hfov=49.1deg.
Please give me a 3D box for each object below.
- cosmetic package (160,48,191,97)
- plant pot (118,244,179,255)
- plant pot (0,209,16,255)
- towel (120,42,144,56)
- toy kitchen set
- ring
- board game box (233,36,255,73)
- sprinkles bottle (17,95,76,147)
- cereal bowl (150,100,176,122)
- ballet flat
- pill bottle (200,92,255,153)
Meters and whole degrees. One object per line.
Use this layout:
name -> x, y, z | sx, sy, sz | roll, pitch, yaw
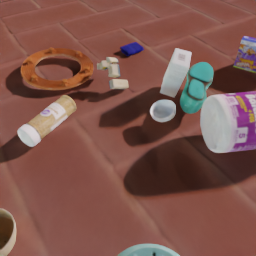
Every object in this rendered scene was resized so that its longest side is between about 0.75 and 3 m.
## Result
cosmetic package -> 1.629, -1.881, 9.721 | 0.606, 1.492, 0.842 | 17, 56, 1
plant pot -> 0.363, 2.977, 4.826 | 2.011, 1.614, 2.011 | 0, 44, 0
plant pot -> -2.902, 2.413, 6.004 | 1.119, 0.751, 1.119 | -1, 44, 1
towel -> 0.169, -3.462, 12.356 | 0.879, 0.218, 0.649 | -27, 57, -25
toy kitchen set -> -0.596, -1.961, 10.470 | 0.686, 0.933, 1.165 | -4, 84, -38
ring -> -2.755, -2.431, 10.965 | 2.780, 0.267, 2.780 | 3, 45, -3
board game box -> 5.192, -2.739, 10.891 | 1.790, 1.204, 0.401 | 22, 49, 21
sprinkles bottle -> -2.486, -0.256, 8.760 | 0.670, 0.670, 1.963 | 24, 49, 22
cereal bowl -> 1.115, -0.490, 8.752 | 0.809, 0.337, 0.809 | -11, 48, 13
ballet flat -> 2.280, -1.368, 9.614 | 0.895, 0.935, 2.658 | 27, 42, 4
pill bottle -> 3.757, -0.233, 8.027 | 2.958, 1.660, 1.660 | -6, 45, -6
